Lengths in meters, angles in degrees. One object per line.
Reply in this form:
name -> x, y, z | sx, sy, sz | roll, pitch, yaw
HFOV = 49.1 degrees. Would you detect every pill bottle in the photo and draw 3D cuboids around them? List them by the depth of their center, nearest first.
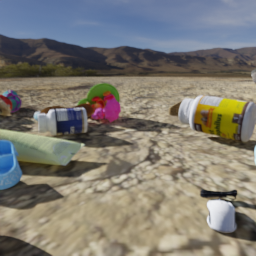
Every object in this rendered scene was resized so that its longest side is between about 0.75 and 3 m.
pill bottle -> 2.638, -0.336, 8.385 | 2.081, 1.137, 1.137 | 13, 18, 33
pill bottle -> -2.087, -0.188, 8.908 | 1.469, 0.816, 0.816 | -5, 14, -17

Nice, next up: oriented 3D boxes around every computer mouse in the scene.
computer mouse -> 1.412, 1.182, 4.241 | 0.610, 0.244, 1.113 | 4, 14, 11

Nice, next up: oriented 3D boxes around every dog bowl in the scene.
dog bowl -> -2.449, 0.660, 5.388 | 0.669, 0.297, 1.199 | -10, 38, -22

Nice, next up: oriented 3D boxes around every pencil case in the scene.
pencil case -> -5.690, -1.322, 13.567 | 0.853, 0.926, 2.003 | -6, 15, -25

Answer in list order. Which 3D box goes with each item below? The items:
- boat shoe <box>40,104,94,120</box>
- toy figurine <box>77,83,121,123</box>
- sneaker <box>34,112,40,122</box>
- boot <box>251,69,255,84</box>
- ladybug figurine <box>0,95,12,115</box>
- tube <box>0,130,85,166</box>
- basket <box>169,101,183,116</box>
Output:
boat shoe -> -2.243, -0.356, 10.084 | 2.163, 0.761, 0.760 | -9, -23, -42
toy figurine -> -1.049, -0.790, 11.125 | 1.911, 1.434, 1.758 | -24, 26, -6
sneaker -> -2.954, -0.380, 10.775 | 1.247, 0.461, 0.511 | -8, 32, -20
boot -> 4.114, -0.392, 6.266 | 2.651, 2.308, 0.918 | -10, -6, 17
ladybug figurine -> -5.529, -1.051, 12.035 | 1.562, 1.060, 0.562 | 13, 51, 29
tube -> -2.529, 0.464, 6.615 | 2.786, 0.808, 0.723 | 5, -26, 12
basket -> 2.156, -0.907, 12.455 | 0.591, 0.617, 0.828 | 9, 17, 35
